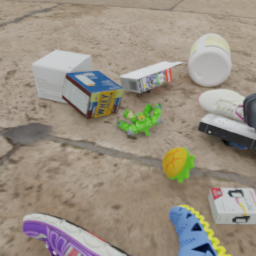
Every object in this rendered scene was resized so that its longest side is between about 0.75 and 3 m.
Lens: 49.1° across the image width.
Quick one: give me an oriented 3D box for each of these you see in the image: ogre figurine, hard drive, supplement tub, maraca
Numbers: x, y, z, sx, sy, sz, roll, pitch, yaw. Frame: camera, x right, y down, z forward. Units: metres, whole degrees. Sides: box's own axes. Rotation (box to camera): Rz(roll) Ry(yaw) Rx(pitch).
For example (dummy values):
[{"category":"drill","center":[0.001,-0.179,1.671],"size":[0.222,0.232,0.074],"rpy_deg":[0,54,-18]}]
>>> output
[{"category":"ogre figurine","center":[0.501,-0.268,9.976],"size":[1.757,0.862,1.054],"rpy_deg":[-7,33,-12]},{"category":"hard drive","center":[3.517,0.105,9.308],"size":[2.142,0.405,1.497],"rpy_deg":[20,21,23]},{"category":"supplement tub","center":[3.848,-3.278,13.222],"size":[1.861,1.861,2.566],"rpy_deg":[9,37,12]},{"category":"maraca","center":[1.427,1.027,7.836],"size":[0.764,0.979,1.428],"rpy_deg":[25,2,-16]}]

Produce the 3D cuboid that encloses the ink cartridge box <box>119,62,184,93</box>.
[{"category":"ink cartridge box","center":[1.103,-2.256,12.210],"size":[2.625,0.661,1.430],"rpy_deg":[-23,24,-27]}]

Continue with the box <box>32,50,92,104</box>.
[{"category":"box","center":[-2.721,-2.203,11.980],"size":[1.830,1.576,1.839],"rpy_deg":[13,39,17]}]

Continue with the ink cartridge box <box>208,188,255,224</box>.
[{"category":"ink cartridge box","center":[2.735,1.998,7.211],"size":[1.136,0.471,0.828],"rpy_deg":[0,36,0]}]

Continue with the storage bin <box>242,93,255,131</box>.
[{"category":"storage bin","center":[4.633,-0.248,8.220],"size":[2.047,1.490,1.375],"rpy_deg":[-13,38,11]}]

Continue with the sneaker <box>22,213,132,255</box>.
[{"category":"sneaker","center":[-1.116,2.651,5.713],"size":[2.841,1.145,1.185],"rpy_deg":[22,69,20]}]

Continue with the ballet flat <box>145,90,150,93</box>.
[{"category":"ballet flat","center":[0.554,-1.632,12.317],"size":[0.882,0.251,0.293],"rpy_deg":[6,37,32]}]

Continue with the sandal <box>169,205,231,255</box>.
[{"category":"sandal","center":[1.468,2.626,6.088],"size":[0.960,0.876,2.205],"rpy_deg":[-19,39,-17]}]

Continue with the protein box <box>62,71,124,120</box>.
[{"category":"protein box","center":[-1.359,-1.320,10.713],"size":[1.609,1.093,1.620],"rpy_deg":[-17,45,-44]}]

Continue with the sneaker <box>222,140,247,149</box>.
[{"category":"sneaker","center":[3.518,0.510,9.358],"size":[0.475,0.328,0.854],"rpy_deg":[-19,39,-27]}]

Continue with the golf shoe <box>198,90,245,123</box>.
[{"category":"golf shoe","center":[3.904,-0.780,10.186],"size":[2.822,1.063,1.291],"rpy_deg":[16,11,21]}]
